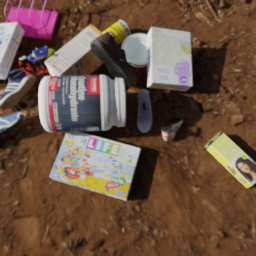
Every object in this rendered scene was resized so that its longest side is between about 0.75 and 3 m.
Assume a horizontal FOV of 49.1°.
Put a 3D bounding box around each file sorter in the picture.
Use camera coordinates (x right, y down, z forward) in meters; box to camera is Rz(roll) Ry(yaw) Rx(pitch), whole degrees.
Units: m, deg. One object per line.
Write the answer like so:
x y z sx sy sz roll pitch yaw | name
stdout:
-4.597 -5.179 12.647 2.276 1.428 1.582 7 68 3 | file sorter

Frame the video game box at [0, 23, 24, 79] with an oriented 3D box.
-6.173 -3.297 11.968 2.856 0.668 2.602 2 62 13 | video game box

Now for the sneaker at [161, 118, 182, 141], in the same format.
1.735 0.054 11.085 0.439 0.582 1.246 18 39 35 | sneaker

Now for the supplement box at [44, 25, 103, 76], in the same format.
-2.043 -2.780 11.578 0.931 1.596 2.533 41 74 13 | supplement box

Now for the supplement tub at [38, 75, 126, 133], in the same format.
-1.625 -0.892 10.287 2.928 2.055 2.055 -2 68 -6 | supplement tub

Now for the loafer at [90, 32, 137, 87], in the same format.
-0.320 -2.631 10.979 1.006 2.754 0.978 23 73 40 | loafer

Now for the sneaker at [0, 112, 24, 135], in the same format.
-5.116 -0.103 10.803 2.186 0.828 0.842 -30 93 -14 | sneaker

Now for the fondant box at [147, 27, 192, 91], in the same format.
1.677 -2.782 11.451 1.723 0.696 2.388 3 79 -13 | fondant box

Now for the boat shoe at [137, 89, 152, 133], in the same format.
0.649 -0.679 11.170 0.615 0.561 1.708 -6 96 13 | boat shoe

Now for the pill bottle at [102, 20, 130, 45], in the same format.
-0.681 -4.059 12.520 1.485 0.826 0.826 -42 74 -14 | pill bottle

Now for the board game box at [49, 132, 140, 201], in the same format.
-1.192 1.351 10.470 2.906 0.497 1.953 14 68 6 | board game box

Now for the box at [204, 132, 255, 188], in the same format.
3.968 1.177 10.529 0.809 0.538 2.149 -40 72 -17 | box

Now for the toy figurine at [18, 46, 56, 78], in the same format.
-3.303 -2.725 10.899 1.694 1.015 0.894 -29 92 -33 | toy figurine

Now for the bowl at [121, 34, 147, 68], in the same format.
0.492 -3.234 12.227 1.628 0.732 1.628 0 68 -1 | bowl

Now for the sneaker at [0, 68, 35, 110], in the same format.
-4.862 -1.663 11.629 1.039 0.671 1.915 34 72 15 | sneaker
